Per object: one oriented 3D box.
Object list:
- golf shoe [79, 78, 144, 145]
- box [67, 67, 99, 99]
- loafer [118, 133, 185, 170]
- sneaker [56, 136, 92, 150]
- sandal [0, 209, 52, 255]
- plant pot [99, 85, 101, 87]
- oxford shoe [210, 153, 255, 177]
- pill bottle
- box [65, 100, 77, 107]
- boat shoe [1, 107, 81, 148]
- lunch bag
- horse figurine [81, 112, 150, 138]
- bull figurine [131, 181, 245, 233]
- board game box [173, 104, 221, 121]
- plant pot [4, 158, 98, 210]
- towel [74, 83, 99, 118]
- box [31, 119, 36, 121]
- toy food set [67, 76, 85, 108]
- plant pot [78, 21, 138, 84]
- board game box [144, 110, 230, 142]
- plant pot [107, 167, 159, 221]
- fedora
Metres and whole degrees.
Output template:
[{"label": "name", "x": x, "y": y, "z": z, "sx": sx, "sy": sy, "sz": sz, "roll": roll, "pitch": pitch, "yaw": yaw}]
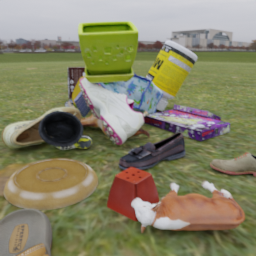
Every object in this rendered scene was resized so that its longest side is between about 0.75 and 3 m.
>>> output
[{"label": "golf shoe", "x": -0.567, "y": -0.725, "z": 8.909, "sx": 1.267, "sy": 1.042, "sz": 2.768, "roll": -32, "pitch": 63, "yaw": -11}, {"label": "box", "x": -2.079, "y": -2.331, "z": 14.793, "sx": 1.606, "sy": 1.623, "sz": 1.956, "roll": 1, "pitch": 7, "yaw": 10}, {"label": "loafer", "x": 0.652, "y": 0.575, "z": 7.390, "sx": 2.076, "sy": 0.654, "sz": 0.746, "roll": -11, "pitch": 20, "yaw": -31}, {"label": "sneaker", "x": -1.654, "y": 0.430, "z": 8.412, "sx": 1.232, "sy": 0.459, "sz": 0.521, "roll": 5, "pitch": 2, "yaw": 7}, {"label": "sandal", "x": -1.347, "y": 1.714, "z": 3.407, "sx": 1.212, "sy": 0.810, "sz": 2.967, "roll": -4, "pitch": 18, "yaw": -13}, {"label": "plant pot", "x": -0.868, "y": -1.804, "z": 13.230, "sx": 1.319, "sy": 1.319, "sz": 1.283, "roll": 10, "pitch": 46, "yaw": 29}, {"label": "oxford shoe", "x": 2.742, "y": 0.823, "z": 6.771, "sx": 1.453, "sy": 0.543, "sz": 0.512, "roll": 3, "pitch": 17, "yaw": 9}, {"label": "pill bottle", "x": 1.699, "y": -2.276, "z": 12.554, "sx": 1.611, "sy": 2.819, "sz": 1.611, "roll": 28, "pitch": 12, "yaw": -7}, {"label": "box", "x": -2.572, "y": -1.210, "z": 13.969, "sx": 0.977, "sy": 0.216, "sz": 0.783, "roll": 2, "pitch": 17, "yaw": 6}, {"label": "boat shoe", "x": -2.442, "y": 0.023, "z": 8.644, "sx": 2.641, "sy": 0.968, "sz": 0.828, "roll": -26, "pitch": 22, "yaw": -39}, {"label": "lunch bag", "x": 0.033, "y": -1.516, "z": 11.288, "sx": 2.284, "sy": 1.456, "sz": 1.942, "roll": 22, "pitch": 0, "yaw": 24}, {"label": "horse figurine", "x": -0.516, "y": -0.233, "z": 9.789, "sx": 1.831, "sy": 0.689, "sz": 2.762, "roll": -27, "pitch": 35, "yaw": -31}, {"label": "bull figurine", "x": 0.994, "y": 1.386, "z": 4.849, "sx": 1.833, "sy": 0.597, "sz": 1.113, "roll": 3, "pitch": 17, "yaw": 8}, {"label": "board game box", "x": 2.772, "y": -0.598, "z": 11.344, "sx": 1.016, "sy": 0.273, "sz": 1.693, "roll": 21, "pitch": -1, "yaw": -41}, {"label": "plant pot", "x": -1.680, "y": 1.122, "z": 6.220, "sx": 2.021, "sy": 0.278, "sz": 2.021, "roll": 1, "pitch": 18, "yaw": 0}, {"label": "towel", "x": -1.532, "y": -1.188, "z": 10.729, "sx": 0.213, "sy": 1.296, "sz": 1.790, "roll": 31, "pitch": -14, "yaw": 10}, {"label": "box", "x": -2.801, "y": -0.088, "z": 9.996, "sx": 1.122, "sy": 0.354, "sz": 1.423, "roll": 12, "pitch": 20, "yaw": 28}, {"label": "toy food set", "x": -1.937, "y": -1.494, "z": 12.435, "sx": 0.587, "sy": 1.797, "sz": 1.057, "roll": 19, "pitch": 17, "yaw": -45}, {"label": "plant pot", "x": -0.637, "y": -2.386, "z": 8.863, "sx": 1.757, "sy": 1.602, "sz": 1.765, "roll": -4, "pitch": 30, "yaw": -6}, {"label": "board game box", "x": 2.097, "y": -0.169, "z": 10.345, "sx": 1.639, "sy": 0.441, "sz": 2.730, "roll": -8, "pitch": 18, "yaw": -39}, {"label": "plant pot", "x": 0.102, "y": 1.196, "z": 5.355, "sx": 0.760, "sy": 0.670, "sz": 0.759, "roll": 14, "pitch": 23, "yaw": 38}, {"label": "fedora", "x": -1.884, "y": 0.108, "z": 7.877, "sx": 1.199, "sy": 1.199, "sz": 0.548, "roll": -5, "pitch": -23, "yaw": -16}]
